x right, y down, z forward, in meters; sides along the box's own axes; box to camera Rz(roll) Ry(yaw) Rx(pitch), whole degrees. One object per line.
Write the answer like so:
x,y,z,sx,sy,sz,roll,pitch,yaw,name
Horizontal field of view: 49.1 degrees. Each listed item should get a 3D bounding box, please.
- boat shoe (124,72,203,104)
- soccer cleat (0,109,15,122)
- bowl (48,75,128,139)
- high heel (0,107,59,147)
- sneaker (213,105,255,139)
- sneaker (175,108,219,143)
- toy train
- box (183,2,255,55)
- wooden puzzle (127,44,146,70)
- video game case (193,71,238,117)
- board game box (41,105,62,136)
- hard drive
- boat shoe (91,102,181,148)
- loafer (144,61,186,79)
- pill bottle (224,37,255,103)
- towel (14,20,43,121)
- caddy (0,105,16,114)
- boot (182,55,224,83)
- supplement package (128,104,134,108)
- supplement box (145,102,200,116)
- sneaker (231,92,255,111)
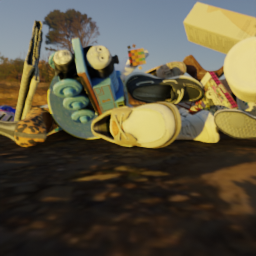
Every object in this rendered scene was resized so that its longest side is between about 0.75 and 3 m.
1.199,-1.093,8.720,2.655,1.004,0.801,1,38,-14,boat shoe
-4.474,-0.037,8.516,2.696,0.899,1.031,7,37,-49,soccer cleat
-1.235,-0.768,8.527,2.304,2.304,1.240,-1,-5,-14,bowl
-2.148,0.012,7.481,1.808,0.906,2.537,11,12,29,high heel
2.588,-0.181,6.177,1.559,0.593,1.127,12,21,3,sneaker
1.606,0.024,7.604,0.961,0.891,2.372,-19,9,-13,sneaker
-0.911,-1.076,7.038,1.576,1.196,2.759,-15,-23,-1,toy train
2.959,-3.016,8.791,2.243,0.872,1.065,32,-5,28,box
0.321,-2.645,10.476,0.611,1.031,0.072,-9,-6,2,wooden puzzle
2.773,-0.879,9.224,0.266,1.486,1.347,-18,-23,-24,video game case
-2.456,-0.521,10.179,2.247,0.641,2.295,-25,19,-33,board game box
-0.544,-2.039,11.159,1.828,0.370,2.772,-9,34,53,hard drive
0.044,0.009,6.524,0.960,1.049,2.806,-7,-2,-30,boat shoe
1.053,-1.789,9.624,0.622,0.712,1.979,-13,5,-39,loafer
3.557,-1.455,7.855,1.428,1.428,2.497,2,-3,25,pill bottle
-2.961,-1.567,8.531,0.453,2.625,2.527,11,44,-20,towel
-5.002,-0.452,11.424,1.281,0.951,1.812,1,5,5,caddy
2.562,-2.139,9.732,0.465,1.447,1.348,-27,-16,-43,boot
-0.212,-0.557,10.871,0.806,0.843,0.620,35,11,6,supplement package
2.229,-1.109,12.221,2.465,1.659,2.499,10,2,-9,supplement box
4.169,-0.883,10.009,0.710,1.518,0.535,-3,-23,4,sneaker
